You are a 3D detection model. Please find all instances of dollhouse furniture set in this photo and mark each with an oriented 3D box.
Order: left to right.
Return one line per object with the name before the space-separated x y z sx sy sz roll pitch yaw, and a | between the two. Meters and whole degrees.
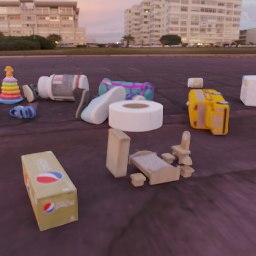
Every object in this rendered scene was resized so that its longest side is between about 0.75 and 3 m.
dollhouse furniture set | 0.593 0.495 5.544 1.801 0.797 0.934 -4 21 -27

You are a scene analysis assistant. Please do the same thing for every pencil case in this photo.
pencil case | -0.124 -1.458 11.499 2.360 1.091 1.004 11 58 33

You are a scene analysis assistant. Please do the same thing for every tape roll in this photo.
tape roll | 0.250 -0.425 9.038 1.754 0.613 1.754 1 17 0

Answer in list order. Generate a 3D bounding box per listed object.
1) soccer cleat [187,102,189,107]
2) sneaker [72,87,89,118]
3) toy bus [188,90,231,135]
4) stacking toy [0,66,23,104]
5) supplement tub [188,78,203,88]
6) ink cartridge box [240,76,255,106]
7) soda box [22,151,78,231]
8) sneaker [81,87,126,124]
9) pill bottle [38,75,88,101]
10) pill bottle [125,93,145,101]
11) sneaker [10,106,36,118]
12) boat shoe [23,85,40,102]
soccer cleat | 2.953 -1.030 11.054 1.326 0.573 0.463 14 22 39
sneaker | -1.681 -0.870 9.492 0.536 1.009 0.377 23 7 28
toy bus | 2.564 -0.609 9.095 1.081 0.898 2.761 3 18 9
stacking toy | -5.116 -1.883 12.112 0.903 1.556 0.854 0 17 -7
supplement tub | 3.864 -2.583 16.079 0.765 0.556 0.556 1 17 3
ink cartridge box | 5.541 -1.612 12.027 1.082 1.101 1.496 4 18 12
soda box | -1.369 0.951 4.716 0.577 0.545 1.703 -9 20 -25
sneaker | -0.868 -0.883 9.673 0.834 0.752 2.034 10 36 32
pill bottle | -2.880 -1.803 12.517 2.005 1.162 1.162 3 17 7
pill bottle | 0.036 -0.929 10.528 0.693 0.693 1.198 -16 23 -41
sneaker | -3.652 -0.528 9.754 1.141 0.422 0.469 3 17 35
boat shoe | -4.361 -1.655 12.790 0.685 0.727 2.025 -12 18 -22
